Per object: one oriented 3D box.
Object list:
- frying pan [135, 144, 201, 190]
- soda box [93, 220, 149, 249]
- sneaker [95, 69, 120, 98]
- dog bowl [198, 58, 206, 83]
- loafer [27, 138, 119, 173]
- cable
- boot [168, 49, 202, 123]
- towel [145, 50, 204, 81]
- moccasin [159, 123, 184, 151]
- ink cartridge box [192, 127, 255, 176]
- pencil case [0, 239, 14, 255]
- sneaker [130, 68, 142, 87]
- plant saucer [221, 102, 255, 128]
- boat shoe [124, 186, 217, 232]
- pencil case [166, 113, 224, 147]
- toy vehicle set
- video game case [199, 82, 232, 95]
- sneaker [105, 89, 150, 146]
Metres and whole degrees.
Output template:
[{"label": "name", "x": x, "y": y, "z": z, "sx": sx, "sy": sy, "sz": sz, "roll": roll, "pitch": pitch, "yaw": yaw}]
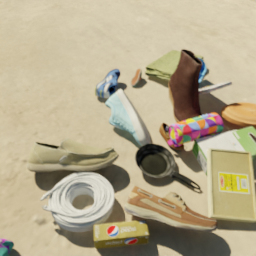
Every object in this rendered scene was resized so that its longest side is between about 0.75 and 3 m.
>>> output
[{"label": "frying pan", "x": 1.306, "y": 1.228, "z": 9.259, "sx": 2.253, "sy": 0.367, "sz": 1.363, "roll": 17, "pitch": 48, "yaw": 4}, {"label": "soda box", "x": -0.193, "y": 2.818, "z": 7.417, "sx": 1.419, "sy": 0.481, "sz": 0.454, "roll": -4, "pitch": 43, "yaw": -5}, {"label": "sneaker", "x": -0.743, "y": -1.944, "z": 12.525, "sx": 0.756, "sy": 0.680, "sz": 1.839, "roll": 20, "pitch": 54, "yaw": 20}, {"label": "dog bowl", "x": 3.023, "y": -2.524, "z": 12.717, "sx": 0.939, "sy": 0.418, "sz": 1.685, "roll": 40, "pitch": 58, "yaw": -13}, {"label": "loafer", "x": -1.779, "y": 0.820, "z": 8.952, "sx": 2.947, "sy": 1.006, "sz": 1.115, "roll": -5, "pitch": 5, "yaw": -4}, {"label": "cable", "x": -1.324, "y": 2.116, "z": 8.082, "sx": 1.839, "sy": 0.637, "sz": 1.838, "roll": 26, "pitch": 47, "yaw": 25}, {"label": "boot", "x": 2.321, "y": -1.383, "z": 10.593, "sx": 0.989, "sy": 2.275, "sz": 2.734, "roll": -7, "pitch": 46, "yaw": -18}, {"label": "towel", "x": 2.278, "y": -3.037, "z": 13.710, "sx": 2.033, "sy": 0.500, "sz": 2.741, "roll": 24, "pitch": 47, "yaw": 31}, {"label": "moccasin", "x": 1.589, "y": 0.302, "z": 10.144, "sx": 0.484, "sy": 0.510, "sz": 1.322, "roll": -12, "pitch": 44, "yaw": -18}, {"label": "ink cartridge box", "x": 3.452, "y": 0.775, "z": 9.477, "sx": 2.237, "sy": 0.663, "sz": 1.161, "roll": -12, "pitch": 48, "yaw": -12}, {"label": "pencil case", "x": -3.316, "y": 3.283, "z": 6.886, "sx": 0.470, "sy": 0.510, "sz": 1.103, "roll": 8, "pitch": 43, "yaw": 15}, {"label": "sneaker", "x": 0.429, "y": -2.290, "z": 13.129, "sx": 0.360, "sy": 0.404, "sz": 1.010, "roll": 13, "pitch": 65, "yaw": 27}, {"label": "plant saucer", "x": 4.680, "y": -0.564, "z": 10.833, "sx": 2.056, "sy": 0.332, "sz": 2.056, "roll": 0, "pitch": 27, "yaw": 0}, {"label": "boat shoe", "x": 1.163, "y": 2.175, "z": 7.590, "sx": 2.523, "sy": 0.955, "sz": 0.906, "roll": 12, "pitch": 74, "yaw": 11}, {"label": "pencil case", "x": 2.314, "y": 0.060, "z": 9.724, "sx": 1.945, "sy": 0.860, "sz": 0.860, "roll": -14, "pitch": 44, "yaw": -15}, {"label": "toy vehicle set", "x": 3.029, "y": 1.650, "z": 8.275, "sx": 1.296, "sy": 0.276, "sz": 2.086, "roll": 6, "pitch": 64, "yaw": 2}, {"label": "video game case", "x": 3.266, "y": -1.591, "z": 11.706, "sx": 1.248, "sy": 0.157, "sz": 1.742, "roll": -20, "pitch": 7, "yaw": -20}, {"label": "sneaker", "x": -0.081, "y": -0.203, "z": 10.592, "sx": 1.118, "sy": 1.009, "sz": 2.729, "roll": -35, "pitch": 51, "yaw": 10}]
